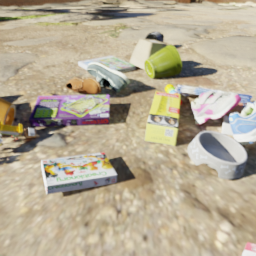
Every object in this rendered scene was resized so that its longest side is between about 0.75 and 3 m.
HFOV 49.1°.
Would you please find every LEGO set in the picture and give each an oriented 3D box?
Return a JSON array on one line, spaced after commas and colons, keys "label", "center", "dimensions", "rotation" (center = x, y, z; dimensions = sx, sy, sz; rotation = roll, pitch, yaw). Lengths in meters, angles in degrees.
[{"label": "LEGO set", "center": [-3.852, 0.400, 8.481], "dimensions": [0.953, 0.771, 2.071], "rotation": [45, 37, 10]}]

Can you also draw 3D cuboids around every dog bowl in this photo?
[{"label": "dog bowl", "center": [2.458, 0.671, 7.608], "dimensions": [1.599, 0.469, 1.599], "rotation": [11, 34, -7]}]

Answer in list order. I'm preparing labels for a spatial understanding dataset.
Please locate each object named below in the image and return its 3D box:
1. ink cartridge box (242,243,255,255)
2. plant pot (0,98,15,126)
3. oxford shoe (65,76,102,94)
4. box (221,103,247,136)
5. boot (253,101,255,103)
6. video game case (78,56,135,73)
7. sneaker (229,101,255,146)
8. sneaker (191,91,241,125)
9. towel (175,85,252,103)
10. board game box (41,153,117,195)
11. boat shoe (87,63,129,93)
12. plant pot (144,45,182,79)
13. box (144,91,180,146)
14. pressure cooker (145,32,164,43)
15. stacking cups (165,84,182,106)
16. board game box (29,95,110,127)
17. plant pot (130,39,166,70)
[{"label": "ink cartridge box", "center": [2.216, 2.496, 4.605], "dimensions": [0.757, 0.441, 1.039], "rotation": [3, 23, 38]}, {"label": "plant pot", "center": [-4.564, -0.461, 9.044], "dimensions": [1.490, 1.627, 1.627], "rotation": [14, 29, -6]}, {"label": "oxford shoe", "center": [-1.932, -1.726, 12.029], "dimensions": [0.755, 0.755, 2.118], "rotation": [-34, 32, -33]}, {"label": "box", "center": [3.756, -0.307, 9.472], "dimensions": [0.993, 0.694, 1.304], "rotation": [10, 31, 17]}, {"label": "boot", "center": [4.994, -0.728, 10.496], "dimensions": [0.561, 0.433, 1.158], "rotation": [8, 28, 19]}, {"label": "video game case", "center": [-1.203, -3.441, 15.456], "dimensions": [2.260, 0.274, 2.482], "rotation": [-19, 35, -29]}, {"label": "sneaker", "center": [4.092, -0.426, 8.248], "dimensions": [2.539, 0.978, 0.961], "rotation": [-27, 2, -17]}, {"label": "sneaker", "center": [2.711, -0.765, 9.097], "dimensions": [0.820, 0.889, 2.016], "rotation": [-31, 2, -31]}, {"label": "towel", "center": [3.329, -1.251, 10.874], "dimensions": [2.725, 0.324, 2.001], "rotation": [12, 7, 21]}, {"label": "board game box", "center": [-1.275, 1.124, 7.185], "dimensions": [1.733, 0.300, 1.094], "rotation": [-6, 29, -22]}, {"label": "boat shoe", "center": [-1.111, -2.262, 12.707], "dimensions": [2.590, 0.943, 0.800], "rotation": [27, 76, 35]}, {"label": "plant pot", "center": [1.638, -3.151, 13.955], "dimensions": [1.468, 1.524, 1.524], "rotation": [-23, 35, -15]}, {"label": "box", "center": [1.246, -0.416, 9.632], "dimensions": [1.012, 0.674, 2.690], "rotation": [10, 30, 8]}, {"label": "pressure cooker", "center": [1.820, -5.987, 19.181], "dimensions": [1.086, 1.103, 1.235], "rotation": [28, 40, 22]}, {"label": "stacking cups", "center": [1.907, -1.373, 11.622], "dimensions": [0.430, 0.430, 1.422], "rotation": [-4, 29, -8]}, {"label": "board game box", "center": [-2.049, -0.662, 10.282], "dimensions": [2.745, 0.443, 1.648], "rotation": [-1, 40, -3]}, {"label": "plant pot", "center": [1.197, -3.969, 15.035], "dimensions": [1.542, 1.367, 1.544], "rotation": [-7, 29, -34]}]
